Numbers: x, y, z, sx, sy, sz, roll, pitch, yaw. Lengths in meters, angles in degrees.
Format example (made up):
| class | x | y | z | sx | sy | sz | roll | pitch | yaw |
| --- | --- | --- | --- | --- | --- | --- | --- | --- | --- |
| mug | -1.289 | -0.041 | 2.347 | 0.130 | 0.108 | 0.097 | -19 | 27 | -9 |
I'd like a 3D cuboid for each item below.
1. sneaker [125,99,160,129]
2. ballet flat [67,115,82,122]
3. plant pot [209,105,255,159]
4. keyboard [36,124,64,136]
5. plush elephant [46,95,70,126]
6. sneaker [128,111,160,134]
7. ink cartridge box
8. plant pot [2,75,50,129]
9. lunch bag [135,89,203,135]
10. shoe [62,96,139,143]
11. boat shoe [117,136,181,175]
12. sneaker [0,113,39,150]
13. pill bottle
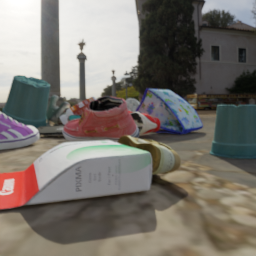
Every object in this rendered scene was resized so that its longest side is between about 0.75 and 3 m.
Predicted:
| class | x | y | z | sx | sy | sz | roll | pitch | yaw |
| --- | --- | --- | --- | --- | --- | --- | --- | --- | --- |
| sneaker | 0.887 | -0.595 | 14.662 | 2.898 | 1.117 | 1.187 | 35 | 12 | 38 |
| ballet flat | -1.731 | -0.302 | 10.348 | 1.098 | 0.395 | 0.395 | 1 | 3 | -30 |
| plant pot | 2.436 | 0.047 | 6.311 | 1.159 | 1.135 | 1.159 | -1 | 3 | 0 |
| keyboard | -2.349 | 0.184 | 10.352 | 2.281 | 0.452 | 1.187 | -1 | 18 | 14 |
| plush elephant | -3.188 | -0.490 | 13.565 | 1.423 | 1.728 | 1.338 | 20 | -6 | 41 |
| sneaker | 0.315 | -0.149 | 10.777 | 1.126 | 1.022 | 2.653 | 2 | 7 | -26 |
| ink cartridge box | -1.046 | 0.533 | 3.852 | 2.237 | 0.560 | 1.800 | 0 | 3 | -21 |
| plant pot | -4.312 | -1.091 | 12.020 | 2.033 | 1.991 | 2.033 | 17 | 18 | -5 |
| lunch bag | 1.895 | -0.561 | 12.179 | 2.404 | 1.532 | 2.044 | 37 | 27 | 28 |
| shoe | -0.976 | -0.245 | 7.857 | 2.615 | 1.189 | 0.934 | 3 | 39 | 33 |
| boat shoe | 0.249 | 0.484 | 4.627 | 0.547 | 0.610 | 1.648 | 12 | 1 | -24 |
| sneaker | -3.397 | -0.240 | 7.258 | 1.014 | 1.595 | 2.797 | 0 | 2 | 24 |
| pill bottle | -2.105 | -0.589 | 12.596 | 1.807 | 1.014 | 1.014 | -30 | 11 | -11 |
